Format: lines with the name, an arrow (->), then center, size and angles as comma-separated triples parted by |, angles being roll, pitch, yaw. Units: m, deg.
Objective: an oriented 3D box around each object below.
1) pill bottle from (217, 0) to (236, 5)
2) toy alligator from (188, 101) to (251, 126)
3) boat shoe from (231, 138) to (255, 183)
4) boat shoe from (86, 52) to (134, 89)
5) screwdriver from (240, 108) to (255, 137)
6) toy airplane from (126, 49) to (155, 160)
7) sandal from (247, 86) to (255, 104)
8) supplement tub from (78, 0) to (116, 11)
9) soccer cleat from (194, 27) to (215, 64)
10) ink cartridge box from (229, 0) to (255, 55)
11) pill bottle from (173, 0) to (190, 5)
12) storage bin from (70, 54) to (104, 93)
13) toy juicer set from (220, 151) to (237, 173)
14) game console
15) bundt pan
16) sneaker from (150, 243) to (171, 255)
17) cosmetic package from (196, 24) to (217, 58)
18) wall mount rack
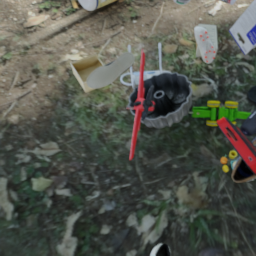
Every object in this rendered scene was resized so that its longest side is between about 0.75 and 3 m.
pill bottle -> 2.944, -4.138, 8.646 | 0.791, 0.450, 0.450 | 31, 61, 23
toy alligator -> 2.974, -0.556, 10.207 | 2.882, 0.855, 0.782 | 3, 12, 13
boat shoe -> 3.401, 0.543, 6.663 | 0.936, 2.591, 0.938 | 42, 46, 22
boat shoe -> -0.534, -1.757, 8.836 | 1.694, 0.531, 0.615 | -34, 93, 1
screwdriver -> 3.053, -0.721, 5.412 | 2.445, 0.356, 0.341 | -43, 77, -8
toy airplane -> 0.298, -0.465, 6.688 | 0.464, 2.524, 2.524 | 7, 55, -6
sandal -> 5.840, -1.501, 10.877 | 2.548, 0.610, 0.958 | -10, 56, -7
supplement tub -> -1.261, -7.203, 14.063 | 2.564, 1.852, 1.852 | -32, 61, -20
soccer cleat -> 2.215, -2.409, 8.110 | 0.414, 1.194, 0.463 | -29, 42, 5
ink cartridge box -> 4.205, -3.443, 8.599 | 0.442, 2.384, 1.129 | -14, 69, -29
pill bottle -> 1.835, -4.479, 8.755 | 0.676, 1.196, 0.676 | 1, 80, -8
storage bin -> -1.486, -2.259, 11.409 | 1.284, 0.606, 1.294 | -25, 59, -16
toy juicer set -> 3.483, 1.309, 9.122 | 0.716, 0.306, 1.126 | -20, 58, -14
game console -> 2.505, 0.531, 5.721 | 0.245, 1.396, 1.579 | -41, 44, 20
bundt pan -> 1.213, -0.894, 10.016 | 2.337, 0.877, 2.337 | -14, 46, 15
sneaker -> 0.639, 3.724, 7.026 | 0.654, 0.998, 1.734 | 16, 57, 11
cosmetic package -> 3.502, -3.894, 12.550 | 0.858, 0.580, 1.631 | 8, 56, 5
wall mount rack -> 0.765, -2.489, 11.432 | 2.230, 0.832, 1.938 | -4, 55, -4
